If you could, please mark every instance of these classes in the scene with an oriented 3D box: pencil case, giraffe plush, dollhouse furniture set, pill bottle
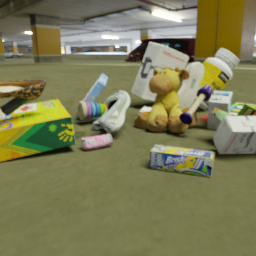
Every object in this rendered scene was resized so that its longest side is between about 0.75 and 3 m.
[{"bbox_3d":[-0.993,0.439,8.841,0.987,0.432,0.432,-8,18,-26],"label":"pencil case"},{"bbox_3d":[1.570,-1.257,11.178,2.415,2.270,2.799,4,17,18],"label":"giraffe plush"},{"bbox_3d":[3.675,-0.311,9.108,1.614,0.810,1.057,19,26,-29],"label":"dollhouse furniture set"},{"bbox_3d":[4.048,-2.409,13.688,1.545,2.776,1.545,36,8,-6],"label":"pill bottle"}]

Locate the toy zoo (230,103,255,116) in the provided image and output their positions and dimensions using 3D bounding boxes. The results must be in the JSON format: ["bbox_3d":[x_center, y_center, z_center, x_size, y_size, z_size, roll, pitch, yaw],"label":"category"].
[{"bbox_3d":[5.431,-0.627,12.550,1.965,0.306,2.995,12,20,33],"label":"toy zoo"}]

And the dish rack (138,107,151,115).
[{"bbox_3d":[0.992,-0.814,13.343,0.883,0.224,1.029,5,19,13],"label":"dish rack"}]

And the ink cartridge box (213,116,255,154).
[{"bbox_3d":[3.397,0.229,8.152,1.486,1.089,0.615,0,49,-9],"label":"ink cartridge box"}]

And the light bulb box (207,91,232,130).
[{"bbox_3d":[3.572,-0.693,10.925,0.740,1.175,1.185,9,32,24],"label":"light bulb box"}]

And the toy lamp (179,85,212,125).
[{"bbox_3d":[2.526,-0.891,10.168,0.567,0.567,1.949,13,49,37],"label":"toy lamp"}]

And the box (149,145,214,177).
[{"bbox_3d":[1.399,0.844,7.328,1.595,0.513,0.559,7,17,18],"label":"box"}]

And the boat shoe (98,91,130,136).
[{"bbox_3d":[-0.541,-0.738,10.421,0.904,0.787,2.453,-37,25,34],"label":"boat shoe"}]

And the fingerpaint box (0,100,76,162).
[{"bbox_3d":[-3.125,-0.032,9.140,2.255,0.992,2.703,-13,21,-19],"label":"fingerpaint box"}]

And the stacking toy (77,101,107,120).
[{"bbox_3d":[-1.176,-0.738,11.670,1.772,0.757,0.757,-4,16,-32],"label":"stacking toy"}]

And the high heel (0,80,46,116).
[{"bbox_3d":[-3.263,-1.286,7.570,1.537,2.156,0.770,-36,64,-4],"label":"high heel"}]

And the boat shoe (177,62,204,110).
[{"bbox_3d":[2.645,-1.842,12.995,0.904,2.510,0.860,14,12,-16],"label":"boat shoe"}]

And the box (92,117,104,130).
[{"bbox_3d":[-0.862,-0.172,11.053,0.849,0.268,1.077,1,15,9],"label":"box"}]

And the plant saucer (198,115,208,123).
[{"bbox_3d":[3.670,-0.386,11.992,0.984,0.181,0.982,-11,20,-33],"label":"plant saucer"}]

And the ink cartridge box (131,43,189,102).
[{"bbox_3d":[1.618,-2.736,14.367,1.964,2.713,1.144,10,18,-37],"label":"ink cartridge box"}]

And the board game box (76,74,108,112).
[{"bbox_3d":[-1.578,-1.557,12.685,0.399,1.648,2.179,35,15,-13],"label":"board game box"}]
